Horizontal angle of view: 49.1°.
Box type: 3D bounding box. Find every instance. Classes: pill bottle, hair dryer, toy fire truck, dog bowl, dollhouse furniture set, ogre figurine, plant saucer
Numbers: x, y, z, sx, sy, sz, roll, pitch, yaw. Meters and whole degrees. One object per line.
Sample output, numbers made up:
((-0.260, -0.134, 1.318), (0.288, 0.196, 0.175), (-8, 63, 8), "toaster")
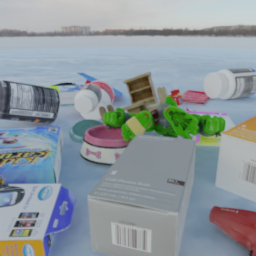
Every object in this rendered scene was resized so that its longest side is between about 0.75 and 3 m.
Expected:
((-1.193, -1.019, 10.503), (1.209, 1.209, 2.154), (1, 20, 2), "pill bottle")
((1.766, 1.747, 3.716), (1.775, 0.633, 2.330), (-4, 19, -7), "hair dryer")
((1.935, -1.233, 11.670), (1.145, 0.396, 1.623), (-22, 15, -16), "toy fire truck")
((-0.439, 0.383, 7.383), (1.648, 0.608, 1.648), (2, 18, -1), "dog bowl")
((4.866, -2.065, 13.128), (2.446, 1.392, 1.392), (-8, 21, -24), "pill bottle")
((0.274, -0.956, 9.086), (1.961, 1.486, 2.237), (-17, 5, 18), "dollhouse furniture set")
((-1.196, -0.855, 8.319), (0.691, 0.691, 1.248), (1, 22, 3), "pill bottle")
((0.976, -0.128, 7.034), (2.762, 1.355, 1.656), (-18, -6, 23), "ogre figurine")
((-1.246, 0.056, 8.605), (1.157, 0.158, 1.157), (-1, 36, 1), "plant saucer")
((-3.528, -0.845, 9.099), (2.356, 1.251, 1.251), (5, 13, -37), "pill bottle")

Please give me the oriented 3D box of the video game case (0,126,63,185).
((-3.058, 0.695, 6.585), (2.865, 0.651, 2.597), (-3, 21, -10), "video game case")

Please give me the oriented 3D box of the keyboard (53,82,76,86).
((-3.397, -2.124, 14.270), (1.241, 0.201, 1.954), (-6, 4, -40), "keyboard")

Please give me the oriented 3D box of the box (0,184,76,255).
((-2.175, 1.508, 4.580), (2.561, 0.531, 1.525), (2, 20, -3), "box")

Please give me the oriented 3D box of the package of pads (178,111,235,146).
((2.171, -0.017, 8.515), (1.973, 0.673, 1.524), (3, 20, 7), "package of pads")

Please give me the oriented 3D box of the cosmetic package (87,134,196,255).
((0.416, 1.055, 4.944), (1.347, 1.137, 2.521), (5, 24, 15), "cosmetic package")

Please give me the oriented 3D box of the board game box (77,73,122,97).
((-1.353, -1.804, 12.925), (2.200, 0.542, 2.784), (26, 10, -6), "board game box")

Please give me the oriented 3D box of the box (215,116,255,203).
((3.265, 0.555, 6.083), (1.581, 1.239, 2.541), (18, 26, 41), "box")

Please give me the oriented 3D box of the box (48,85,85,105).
((-3.052, -1.507, 12.648), (2.663, 0.635, 1.624), (-6, 19, -17), "box")

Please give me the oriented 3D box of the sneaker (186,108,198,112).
((2.392, -0.405, 9.971), (0.447, 0.412, 1.014), (7, 27, -12), "sneaker")

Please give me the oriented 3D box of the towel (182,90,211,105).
((3.108, -1.454, 13.179), (1.411, 0.219, 1.952), (9, 22, 26), "towel")
